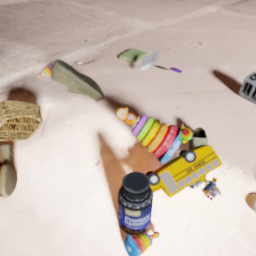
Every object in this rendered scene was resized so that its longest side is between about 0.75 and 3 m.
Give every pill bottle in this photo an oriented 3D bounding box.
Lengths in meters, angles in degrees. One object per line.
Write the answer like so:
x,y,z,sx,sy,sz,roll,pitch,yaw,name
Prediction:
0.181,1.925,7.171,0.906,1.620,0.906,0,37,0,pill bottle

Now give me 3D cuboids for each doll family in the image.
2.370,1.683,8.453,0.999,0.450,0.620,29,46,32,doll family

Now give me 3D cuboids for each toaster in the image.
5.648,-1.718,12.413,0.714,1.204,1.089,-26,52,-26,toaster

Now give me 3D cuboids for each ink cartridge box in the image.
1.104,-3.273,13.677,1.011,0.288,0.821,-12,44,34,ink cartridge box

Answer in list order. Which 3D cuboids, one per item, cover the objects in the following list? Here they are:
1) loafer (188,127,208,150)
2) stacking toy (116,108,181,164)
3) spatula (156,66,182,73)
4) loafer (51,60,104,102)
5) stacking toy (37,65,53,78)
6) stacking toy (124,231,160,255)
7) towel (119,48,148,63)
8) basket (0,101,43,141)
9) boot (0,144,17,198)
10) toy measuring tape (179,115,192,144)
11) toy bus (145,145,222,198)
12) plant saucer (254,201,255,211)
2.401,0.672,9.586,0.746,0.673,1.973,2,38,3,loafer
0.534,0.034,8.452,2.093,1.214,1.148,34,2,-4,stacking toy
2.180,-3.159,15.023,1.438,0.148,0.406,14,39,18,spatula
-1.977,-1.705,10.925,2.368,0.799,0.901,35,23,-25,loafer
-4.281,-2.836,14.433,0.900,0.494,0.522,-36,52,-22,stacking toy
0.413,2.832,7.002,0.967,0.531,0.561,-14,44,-35,stacking toy
0.336,-4.190,16.260,1.164,0.286,1.569,24,43,27,towel
-3.764,-0.200,9.608,1.165,1.216,1.633,-10,-9,30,basket
-4.480,1.527,8.624,1.859,0.809,2.235,-21,42,-7,boot
1.445,0.039,6.878,0.299,0.299,0.813,9,57,11,toy measuring tape
1.492,1.286,8.173,2.268,0.888,0.738,-32,0,-4,toy bus
3.941,2.335,7.850,0.806,0.155,0.806,1,37,0,plant saucer
